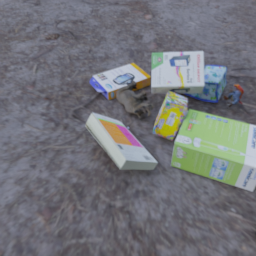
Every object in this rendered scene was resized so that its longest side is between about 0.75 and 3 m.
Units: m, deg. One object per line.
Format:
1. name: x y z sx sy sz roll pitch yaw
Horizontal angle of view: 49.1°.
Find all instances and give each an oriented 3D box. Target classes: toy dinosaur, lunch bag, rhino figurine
1. toy dinosaur: 3.761 -1.170 9.767 1.267 1.150 0.665 -15 79 -22
2. lunch bag: 2.855 -1.798 10.858 1.630 1.039 1.386 11 42 30
3. rhino figurine: 0.251 -0.936 9.977 0.916 0.626 2.095 -33 43 -5

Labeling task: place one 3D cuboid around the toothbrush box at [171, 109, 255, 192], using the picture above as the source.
1. toothbrush box: 2.617 0.567 8.101 2.329 1.003 1.696 15 43 17

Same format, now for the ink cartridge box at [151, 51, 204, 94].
1. ink cartridge box: 1.641 -1.831 9.365 1.711 0.748 1.243 1 79 6

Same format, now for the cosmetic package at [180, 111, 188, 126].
1. cosmetic package: 1.722 -0.523 9.818 0.507 0.364 0.898 -29 49 -25

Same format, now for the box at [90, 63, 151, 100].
1. box: -0.376 -1.866 11.276 2.235 0.464 1.331 -24 48 -20

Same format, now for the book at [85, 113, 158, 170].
1. book: -0.187 0.406 8.048 1.336 0.480 1.999 11 28 -45

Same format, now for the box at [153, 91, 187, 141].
1. box: 1.338 -0.395 8.839 0.686 1.125 1.083 22 28 2
